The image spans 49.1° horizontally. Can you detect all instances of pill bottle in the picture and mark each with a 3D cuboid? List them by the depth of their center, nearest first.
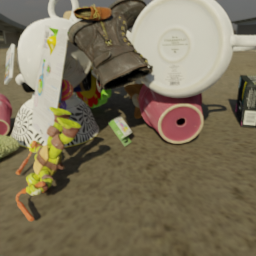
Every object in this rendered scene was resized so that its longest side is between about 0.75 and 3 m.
[{"bbox_3d":[-0.420,-2.182,8.595,0.882,1.614,0.882,26,-2,1],"label":"pill bottle"},{"bbox_3d":[-2.359,-1.718,9.258,2.137,1.195,1.195,-5,20,1],"label":"pill bottle"}]

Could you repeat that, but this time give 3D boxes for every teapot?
[{"bbox_3d":[1.409,-1.937,6.779,2.537,2.504,1.853,47,26,11],"label":"teapot"},{"bbox_3d":[-2.120,-2.129,7.630,2.270,2.240,1.658,-39,69,-19],"label":"teapot"}]

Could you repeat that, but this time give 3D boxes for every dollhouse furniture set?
[{"bbox_3d":[0.446,-1.784,11.998,0.676,0.577,1.303,-2,-20,-14],"label":"dollhouse furniture set"}]

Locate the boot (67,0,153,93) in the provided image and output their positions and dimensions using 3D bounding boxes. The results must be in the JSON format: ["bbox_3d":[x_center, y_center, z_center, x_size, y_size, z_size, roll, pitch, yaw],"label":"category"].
[{"bbox_3d":[-0.084,-1.849,6.303,2.277,0.788,1.982,-32,63,-13],"label":"boot"}]

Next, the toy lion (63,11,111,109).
[{"bbox_3d":[-1.473,-2.275,10.161,0.998,2.907,2.786,-22,64,-36],"label":"toy lion"}]

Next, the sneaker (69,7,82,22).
[{"bbox_3d":[-1.746,-3.563,9.051,0.484,1.116,0.418,-15,-25,19],"label":"sneaker"}]

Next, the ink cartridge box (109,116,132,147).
[{"bbox_3d":[-0.149,0.083,7.461,0.223,0.750,0.390,-36,-3,33],"label":"ink cartridge box"}]

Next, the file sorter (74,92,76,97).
[{"bbox_3d":[-2.819,-1.519,11.117,1.516,1.360,2.184,-4,21,-11],"label":"file sorter"}]

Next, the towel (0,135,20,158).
[{"bbox_3d":[-4.149,0.540,6.663,2.583,0.471,1.916,6,19,19],"label":"towel"}]

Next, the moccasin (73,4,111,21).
[{"bbox_3d":[-0.778,-2.517,6.105,0.827,0.303,0.319,6,12,0],"label":"moccasin"}]

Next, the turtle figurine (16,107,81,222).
[{"bbox_3d":[-1.487,0.580,5.264,0.690,1.729,2.144,23,14,-25],"label":"turtle figurine"}]

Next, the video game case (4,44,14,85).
[{"bbox_3d":[-2.945,-1.561,6.943,0.077,0.852,0.610,7,-12,-34],"label":"video game case"}]

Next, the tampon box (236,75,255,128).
[{"bbox_3d":[4.346,-0.916,9.333,1.174,1.394,1.860,5,20,13],"label":"tampon box"}]

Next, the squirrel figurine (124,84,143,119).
[{"bbox_3d":[0.927,-1.178,8.969,1.486,1.127,1.592,-27,5,-35],"label":"squirrel figurine"}]

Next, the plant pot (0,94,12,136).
[{"bbox_3d":[-3.875,-0.273,8.001,1.157,1.157,1.036,-10,46,-26],"label":"plant pot"}]

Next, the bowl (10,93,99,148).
[{"bbox_3d":[-2.173,-0.440,8.285,2.608,1.224,2.608,0,19,0],"label":"bowl"}]

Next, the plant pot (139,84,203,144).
[{"bbox_3d":[1.263,-0.492,7.777,1.843,1.843,1.650,-1,31,-4],"label":"plant pot"}]

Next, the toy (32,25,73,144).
[{"bbox_3d":[-1.567,-0.926,6.124,0.568,2.404,1.384,-3,22,-34],"label":"toy"}]
